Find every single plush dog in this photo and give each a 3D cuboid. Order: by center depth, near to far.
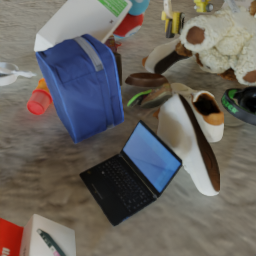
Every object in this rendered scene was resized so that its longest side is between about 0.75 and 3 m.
[{"bbox_3d":[2.768,-2.444,8.309,2.675,2.297,2.146,31,73,-6],"label":"plush dog"}]

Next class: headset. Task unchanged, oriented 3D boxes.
[{"bbox_3d":[3.518,-0.638,7.262,2.201,1.034,1.359,5,38,-22],"label":"headset"}]

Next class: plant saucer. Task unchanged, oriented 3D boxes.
[{"bbox_3d":[0.570,-1.484,8.513,1.331,0.229,1.331,2,21,-1],"label":"plant saucer"}]

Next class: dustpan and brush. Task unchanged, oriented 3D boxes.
[{"bbox_3d":[-3.791,-1.727,8.930,1.856,0.531,1.296,15,39,3],"label":"dustpan and brush"}]

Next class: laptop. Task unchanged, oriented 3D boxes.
[{"bbox_3d":[-0.001,0.830,5.605,1.610,0.832,1.427,-26,50,-22],"label":"laptop"}]

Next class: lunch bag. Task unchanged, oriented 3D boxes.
[{"bbox_3d":[-0.959,-0.874,6.580,1.541,2.330,1.583,-25,46,-17],"label":"lunch bag"}]

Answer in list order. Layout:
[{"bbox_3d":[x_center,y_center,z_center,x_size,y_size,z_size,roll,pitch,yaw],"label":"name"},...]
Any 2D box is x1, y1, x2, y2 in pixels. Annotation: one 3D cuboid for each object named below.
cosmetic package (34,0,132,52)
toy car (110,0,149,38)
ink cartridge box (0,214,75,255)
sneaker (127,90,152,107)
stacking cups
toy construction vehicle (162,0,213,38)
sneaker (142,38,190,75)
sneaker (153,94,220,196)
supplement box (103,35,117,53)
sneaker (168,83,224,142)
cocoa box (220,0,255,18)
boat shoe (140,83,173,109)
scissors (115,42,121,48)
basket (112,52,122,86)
[{"bbox_3d":[-1.297,-2.937,8.194,1.467,1.157,2.726,37,69,-12],"label":"cosmetic package"},{"bbox_3d":[-0.867,-3.532,10.283,2.447,2.550,2.766,19,82,-14],"label":"toy car"},{"bbox_3d":[-1.354,1.777,3.667,1.416,0.355,1.632,34,12,-24],"label":"ink cartridge box"},{"bbox_3d":[0.425,-0.779,7.868,0.962,0.369,0.403,-23,86,-23],"label":"sneaker"},{"bbox_3d":[-2.229,-1.400,8.355,0.750,0.750,2.478,5,46,6],"label":"stacking cups"},{"bbox_3d":[2.164,-3.987,10.222,0.845,2.399,2.089,-23,38,-34],"label":"toy construction vehicle"},{"bbox_3d":[1.466,-2.711,9.661,2.312,0.842,0.979,-33,44,-17],"label":"sneaker"},{"bbox_3d":[1.222,0.472,6.339,1.076,0.926,2.542,-34,48,24],"label":"sneaker"},{"bbox_3d":[-0.665,-2.539,9.240,0.547,0.424,0.991,-9,59,-2],"label":"supplement box"},{"bbox_3d":[1.803,-0.756,7.443,0.877,1.020,2.409,-16,42,-15],"label":"sneaker"},{"bbox_3d":[4.643,-3.681,10.395,2.477,1.625,1.652,16,43,18],"label":"cocoa box"},{"bbox_3d":[0.692,-0.770,6.881,0.361,1.004,0.341,12,65,-41],"label":"boat shoe"},{"bbox_3d":[-0.738,-3.330,11.078,1.120,0.078,0.410,27,64,39],"label":"scissors"},{"bbox_3d":[-0.526,-1.760,8.381,0.833,0.924,0.629,-7,28,-26],"label":"basket"}]
